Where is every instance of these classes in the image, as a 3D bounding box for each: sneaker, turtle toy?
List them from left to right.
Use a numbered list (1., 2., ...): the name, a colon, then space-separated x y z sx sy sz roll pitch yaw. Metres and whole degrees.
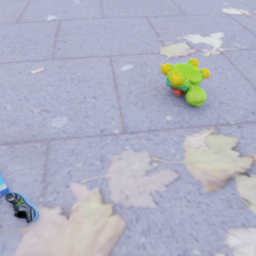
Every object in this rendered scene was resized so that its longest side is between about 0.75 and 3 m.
1. sneaker: -3.439 2.498 8.845 1.404 0.498 0.582 28 42 24
2. turtle toy: 2.807 -2.157 13.437 2.025 1.404 2.779 -13 44 -15

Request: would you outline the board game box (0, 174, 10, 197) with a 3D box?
1. board game box: -4.818 1.945 9.620 1.030 0.305 1.355 -26 48 -26
